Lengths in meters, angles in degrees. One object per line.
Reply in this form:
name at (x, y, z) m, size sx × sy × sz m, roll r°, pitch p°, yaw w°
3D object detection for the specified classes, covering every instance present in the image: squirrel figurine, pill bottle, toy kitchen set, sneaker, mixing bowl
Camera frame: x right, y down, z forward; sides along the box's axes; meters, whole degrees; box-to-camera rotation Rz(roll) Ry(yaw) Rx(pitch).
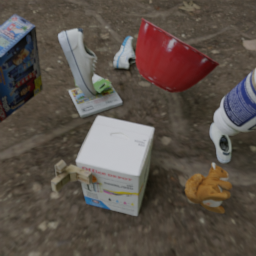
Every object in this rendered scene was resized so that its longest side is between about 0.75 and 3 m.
squirrel figurine at (2.055, 1.450, 7.244) m, size 1.196 × 0.846 × 1.116 m, roll 3°, pitch 48°, yaw 25°
pill bottle at (3.234, -0.632, 7.386) m, size 1.223 × 2.202 × 1.223 m, roll 7°, pitch 63°, yaw -14°
toy kitchen set at (-1.466, 1.245, 7.236) m, size 0.730 × 0.661 × 0.810 m, roll 16°, pitch 33°, yaw 24°
sneaker at (0.021, -3.757, 14.336) m, size 0.978 × 0.846 × 2.257 m, roll 17°, pitch 60°, yaw 6°
mixing bowl at (1.346, -2.191, 9.326) m, size 2.898 × 1.569 × 2.898 m, roll 27°, pitch 21°, yaw -11°
sneaker at (-1.578, -2.279, 10.252) m, size 0.967 × 2.732 × 0.998 m, roll -17°, pitch 42°, yaw 4°
sneaker at (3.616, 0.425, 10.732) m, size 0.683 × 0.662 × 1.870 m, roll -2°, pitch 49°, yaw -2°

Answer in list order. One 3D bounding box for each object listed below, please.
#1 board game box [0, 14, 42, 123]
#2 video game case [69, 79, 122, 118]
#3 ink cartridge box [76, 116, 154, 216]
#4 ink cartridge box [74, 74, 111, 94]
board game box at (-3.911, -1.501, 8.379) m, size 0.840 × 2.723 × 2.721 m, roll 33°, pitch 54°, yaw 13°
video game case at (-1.479, -1.363, 12.573) m, size 1.927 × 0.221 × 1.753 m, roll -20°, pitch 52°, yaw -15°
ink cartridge box at (-0.334, 1.231, 8.797) m, size 1.854 × 2.518 × 1.821 m, roll 11°, pitch 49°, yaw 10°
ink cartridge box at (-1.584, -1.960, 12.628) m, size 1.559 × 0.462 × 0.809 m, roll 29°, pitch 56°, yaw 24°
